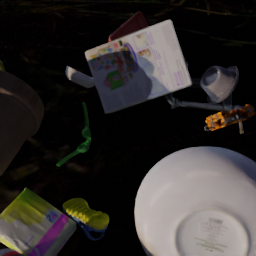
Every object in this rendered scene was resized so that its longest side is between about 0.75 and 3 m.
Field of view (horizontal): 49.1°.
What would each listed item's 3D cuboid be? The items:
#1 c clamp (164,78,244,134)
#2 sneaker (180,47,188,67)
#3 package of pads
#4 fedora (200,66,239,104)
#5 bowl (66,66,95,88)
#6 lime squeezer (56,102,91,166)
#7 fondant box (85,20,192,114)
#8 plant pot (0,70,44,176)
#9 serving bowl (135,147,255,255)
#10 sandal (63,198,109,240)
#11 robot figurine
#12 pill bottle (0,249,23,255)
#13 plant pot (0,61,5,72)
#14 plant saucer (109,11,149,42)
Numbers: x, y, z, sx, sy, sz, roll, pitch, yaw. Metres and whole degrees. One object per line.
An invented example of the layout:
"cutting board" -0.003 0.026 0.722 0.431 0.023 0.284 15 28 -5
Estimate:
"c clamp" 2.457 -0.972 9.377 2.702 0.366 2.309 10 49 8
"sneaker" 1.318 -2.497 9.997 1.645 0.936 0.621 7 41 41
"package of pads" -2.123 2.258 6.287 1.539 0.525 1.189 30 54 15
"fedora" 2.796 -1.502 8.945 0.704 1.378 1.558 29 26 -13
"bowl" -1.581 -1.636 9.198 0.996 0.372 0.998 22 6 -27
"lime squeezer" -1.363 0.262 8.008 0.675 0.361 1.912 23 85 -13
"fondant box" 0.311 -1.774 8.481 2.707 0.788 1.953 -18 93 8
"plant pot" -3.577 0.136 6.901 2.552 2.552 2.225 2 54 2
"serving bowl" 1.472 1.837 5.170 2.880 2.880 0.947 11 12 9
"sandal" -1.014 2.116 6.472 0.574 0.628 1.443 -20 28 -39
"robot figurine" 2.858 -0.287 7.998 1.535 1.113 0.447 -13 81 -35
"pill bottle" -1.614 3.311 4.813 2.381 1.424 1.424 22 52 19
"plant pot" -5.348 -1.502 8.582 2.521 2.742 2.742 10 48 -6
"plant saucer" 0.299 -2.764 10.126 0.394 2.142 2.147 -6 36 43
